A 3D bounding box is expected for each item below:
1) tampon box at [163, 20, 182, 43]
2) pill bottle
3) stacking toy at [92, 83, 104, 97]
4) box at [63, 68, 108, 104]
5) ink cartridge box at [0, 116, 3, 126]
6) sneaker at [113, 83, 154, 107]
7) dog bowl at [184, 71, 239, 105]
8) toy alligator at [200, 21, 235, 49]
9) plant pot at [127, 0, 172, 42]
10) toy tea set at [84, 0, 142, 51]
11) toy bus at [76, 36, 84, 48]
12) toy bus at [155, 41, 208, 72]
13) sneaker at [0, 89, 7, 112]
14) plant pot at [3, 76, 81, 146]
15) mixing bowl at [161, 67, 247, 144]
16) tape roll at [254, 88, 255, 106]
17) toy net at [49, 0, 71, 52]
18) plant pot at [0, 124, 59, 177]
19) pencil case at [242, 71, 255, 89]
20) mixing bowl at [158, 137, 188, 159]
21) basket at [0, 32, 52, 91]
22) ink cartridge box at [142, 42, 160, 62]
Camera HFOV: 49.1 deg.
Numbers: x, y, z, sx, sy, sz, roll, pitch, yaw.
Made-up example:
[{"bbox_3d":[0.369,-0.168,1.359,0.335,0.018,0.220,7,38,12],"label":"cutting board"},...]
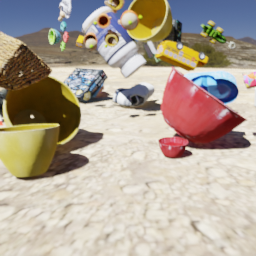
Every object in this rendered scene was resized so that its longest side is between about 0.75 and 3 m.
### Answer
[{"bbox_3d":[1.890,-4.024,11.976,0.613,0.972,0.728,5,7,27],"label":"tampon box"},{"bbox_3d":[-0.524,-3.447,11.634,1.512,2.722,1.512,-39,3,2],"label":"pill bottle"},{"bbox_3d":[-2.065,-2.682,17.964,1.437,1.359,2.476,34,8,9],"label":"stacking toy"},{"bbox_3d":[-2.669,-2.418,15.677,2.625,0.604,2.086,14,60,43],"label":"box"},{"bbox_3d":[-5.317,-0.277,10.679,0.901,0.316,1.109,-9,14,-31],"label":"ink cartridge box"},{"bbox_3d":[0.558,-1.591,14.386,1.153,1.094,2.864,23,33,36],"label":"sneaker"},{"bbox_3d":[2.302,-1.190,8.284,1.834,1.022,0.455,1,50,26],"label":"dog bowl"},{"bbox_3d":[3.126,-3.250,9.950,1.638,0.543,0.394,25,19,-28],"label":"toy alligator"},{"bbox_3d":[1.035,-4.212,11.175,1.873,1.873,1.330,11,2,36],"label":"plant pot"},{"bbox_3d":[-0.563,-3.221,9.068,1.223,2.056,0.761,32,27,-23],"label":"toy tea set"},{"bbox_3d":[-2.218,-4.023,13.048,0.273,0.329,0.839,15,40,-8],"label":"toy bus"},{"bbox_3d":[1.813,-2.388,9.413,1.681,0.658,0.547,18,0,-20],"label":"toy bus"},{"bbox_3d":[-5.985,-1.253,12.751,1.885,1.080,0.721,-12,17,-30],"label":"sneaker"},{"bbox_3d":[-2.601,-0.274,7.986,2.075,2.075,1.473,-13,-10,-39],"label":"plant pot"},{"bbox_3d":[1.915,-0.473,8.136,2.579,1.397,2.579,32,17,-11],"label":"mixing bowl"},{"bbox_3d":[7.513,-1.520,13.566,2.607,0.912,2.607,-3,12,1],"label":"tape roll"},{"bbox_3d":[-2.619,-4.100,10.979,0.394,2.042,1.071,-5,46,-35],"label":"toy net"},{"bbox_3d":[-2.223,0.497,6.177,1.444,1.025,1.444,-3,6,0],"label":"plant pot"},{"bbox_3d":[3.669,-1.390,7.564,1.089,0.481,0.481,-13,7,29],"label":"pencil case"},{"bbox_3d":[1.159,0.545,7.337,0.780,0.422,0.780,1,15,0],"label":"mixing bowl"},{"bbox_3d":[-2.930,-1.495,6.885,1.644,1.174,1.225,29,-8,32],"label":"basket"},{"bbox_3d":[0.837,-2.692,10.045,0.226,0.764,0.396,-24,9,33],"label":"ink cartridge box"}]
